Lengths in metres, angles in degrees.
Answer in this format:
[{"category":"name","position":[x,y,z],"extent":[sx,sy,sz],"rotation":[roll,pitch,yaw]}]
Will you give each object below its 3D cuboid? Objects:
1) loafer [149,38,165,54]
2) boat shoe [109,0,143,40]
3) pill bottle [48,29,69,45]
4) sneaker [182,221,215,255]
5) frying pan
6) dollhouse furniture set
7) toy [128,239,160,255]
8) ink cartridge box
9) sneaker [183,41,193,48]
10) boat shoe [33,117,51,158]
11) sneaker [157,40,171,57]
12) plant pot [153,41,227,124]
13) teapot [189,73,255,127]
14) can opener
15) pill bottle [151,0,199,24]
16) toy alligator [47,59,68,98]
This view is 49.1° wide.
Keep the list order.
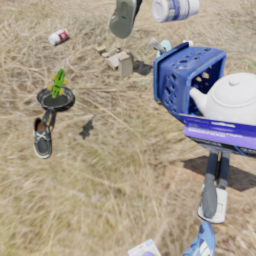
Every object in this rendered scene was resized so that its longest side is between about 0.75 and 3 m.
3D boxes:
[{"category":"loafer","position":[0.943,-2.622,9.081],"extent":[0.263,0.755,0.264],"rotation":[-36,48,22]},{"category":"boat shoe","position":[-0.047,-4.485,11.041],"extent":[1.026,2.856,0.966],"rotation":[32,71,-3]},{"category":"pill bottle","position":[-3.704,-4.851,14.941],"extent":[0.552,0.552,1.007],"rotation":[32,56,24]},{"category":"sneaker","position":[1.883,3.465,7.644],"extent":[0.833,0.749,2.025],"rotation":[12,49,12]},{"category":"frying pan","position":[-2.927,-0.952,11.538],"extent":[1.542,0.415,2.550],"rotation":[-12,45,-16]},{"category":"dollhouse furniture set","position":[-0.501,-3.646,13.577],"extent":[1.225,1.046,2.363],"rotation":[-28,54,-22]},{"category":"toy","position":[0.639,3.776,7.639],"extent":[0.786,0.322,1.365],"rotation":[-20,52,-18]},{"category":"ink cartridge box","position":[2.688,0.309,7.378],"extent":[2.226,2.247,0.488],"rotation":[11,79,38]},{"category":"sneaker","position":[3.132,-4.269,14.579],"extent":[0.541,0.345,0.936],"rotation":[3,48,6]},{"category":"boat shoe","position":[-3.263,0.349,10.442],"extent":[0.623,0.586,1.734],"rotation":[-11,51,-11]},{"category":"sneaker","position":[1.814,-3.831,13.827],"extent":[0.663,0.735,1.794],"rotation":[14,58,1]},{"category":"plant pot","position":[2.297,-2.001,11.359],"extent":[2.373,2.374,2.134],"rotation":[-35,52,-25]},{"category":"teapot","position":[4.051,-0.989,10.107],"extent":[2.873,2.098,2.836],"rotation":[-34,43,-7]},{"category":"can opener","position":[2.893,1.618,9.057],"extent":[0.788,0.988,2.955],"rotation":[14,51,12]},{"category":"pill bottle","position":[1.724,-4.288,10.036],"extent":[1.602,0.890,0.890],"rotation":[-16,51,-24]},{"category":"toy alligator","position":[-2.092,-1.464,8.531],"extent":[0.450,0.326,1.356],"rotation":[24,67,-20]}]
